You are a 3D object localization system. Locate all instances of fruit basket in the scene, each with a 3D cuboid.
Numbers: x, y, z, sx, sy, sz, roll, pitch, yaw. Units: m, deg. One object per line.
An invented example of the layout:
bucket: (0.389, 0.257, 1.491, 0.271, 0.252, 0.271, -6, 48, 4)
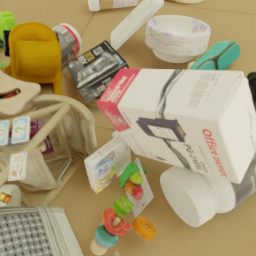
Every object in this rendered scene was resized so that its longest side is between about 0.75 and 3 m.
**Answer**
fruit basket: (0.233, 1.454, 6.884, 0.520, 1.027, 1.109, -3, 49, -34)

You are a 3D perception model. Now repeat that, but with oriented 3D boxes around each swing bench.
swing bench: (-1.972, 0.657, 6.585, 2.371, 2.358, 1.538, -36, 60, -25)

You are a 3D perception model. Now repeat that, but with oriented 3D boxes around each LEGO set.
LEGO set: (-2.428, 0.560, 5.028, 1.201, 0.395, 1.608, -9, 65, 10)

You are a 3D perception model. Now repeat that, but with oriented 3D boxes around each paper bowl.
paper bowl: (1.726, -3.147, 10.031, 2.224, 1.157, 2.224, 2, 39, -1)

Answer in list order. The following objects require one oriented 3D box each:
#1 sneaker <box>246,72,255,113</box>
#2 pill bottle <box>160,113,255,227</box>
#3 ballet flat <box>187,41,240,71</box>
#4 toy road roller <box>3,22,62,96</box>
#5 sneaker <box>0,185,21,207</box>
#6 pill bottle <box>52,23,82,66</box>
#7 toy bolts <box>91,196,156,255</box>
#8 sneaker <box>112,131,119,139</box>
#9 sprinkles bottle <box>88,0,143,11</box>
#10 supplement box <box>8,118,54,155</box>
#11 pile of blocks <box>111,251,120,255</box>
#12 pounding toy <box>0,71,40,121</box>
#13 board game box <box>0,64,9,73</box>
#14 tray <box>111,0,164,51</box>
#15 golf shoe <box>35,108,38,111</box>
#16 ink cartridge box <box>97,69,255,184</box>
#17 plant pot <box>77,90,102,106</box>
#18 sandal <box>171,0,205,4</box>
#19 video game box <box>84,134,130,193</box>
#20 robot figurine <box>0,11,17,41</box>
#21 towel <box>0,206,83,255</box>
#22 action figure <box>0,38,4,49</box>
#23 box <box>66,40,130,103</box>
sneaker: (4.243, -1.290, 9.068, 0.726, 0.839, 1.917, 10, 53, 8)
pill bottle: (2.330, 0.974, 6.774, 2.921, 1.662, 1.662, -29, 57, -19)
ballet flat: (2.723, -2.118, 9.767, 2.996, 1.009, 1.054, -40, 35, -28)
toy road roller: (-2.640, -1.619, 7.925, 1.597, 2.600, 1.898, -5, 16, -25)
sneaker: (-3.444, 2.424, 6.104, 1.424, 0.983, 2.560, 2, 56, 6)
pill bottle: (-2.755, -2.673, 9.867, 1.210, 1.210, 2.186, 29, 55, 21)
toy bolts: (-0.199, 2.250, 5.951, 1.247, 1.306, 0.906, 38, 101, 17)
sneaker: (0.072, 0.329, 7.857, 1.031, 0.363, 0.413, 2, 24, -17)
sprinkles bottle: (-0.380, -5.924, 12.610, 2.828, 0.965, 0.965, -10, 53, -8)
supplement box: (-2.514, 0.187, 7.809, 1.773, 0.978, 0.759, -14, 51, -10)
pile of blocks: (-0.390, 3.161, 5.787, 0.345, 0.456, 1.110, -13, 52, 23)
pounding toy: (-3.190, -0.855, 6.548, 2.373, 1.361, 1.357, 16, 67, -4)
board game box: (-4.912, -1.817, 9.746, 2.455, 0.368, 1.173, 3, 48, 7)
tray: (0.180, -3.976, 10.374, 2.532, 0.281, 1.360, -38, 34, 24)
golf shoe: (-2.690, -0.726, 7.669, 0.770, 0.300, 0.364, 25, 29, 1)
ink cartridge box: (0.999, -0.119, 5.625, 2.651, 1.919, 1.118, 12, 60, 40)
plant pot: (-1.020, -1.327, 9.515, 1.432, 0.197, 1.432, 0, 51, 0)
sandal: (2.266, -6.541, 13.095, 2.935, 0.965, 1.076, 7, 52, 6)
video game box: (-0.472, 0.904, 7.056, 0.311, 1.328, 1.210, 36, 59, 27)
robot figurine: (-5.417, -3.676, 10.619, 2.329, 1.347, 2.043, -22, 51, -17)
towel: (-1.830, 2.659, 5.114, 0.496, 2.766, 2.873, -45, 55, 19)
action figure: (-4.167, -2.710, 9.165, 0.549, 0.254, 0.929, -15, 8, 6)
box: (-1.012, -1.908, 9.146, 1.674, 0.528, 2.122, -30, 41, -1)
